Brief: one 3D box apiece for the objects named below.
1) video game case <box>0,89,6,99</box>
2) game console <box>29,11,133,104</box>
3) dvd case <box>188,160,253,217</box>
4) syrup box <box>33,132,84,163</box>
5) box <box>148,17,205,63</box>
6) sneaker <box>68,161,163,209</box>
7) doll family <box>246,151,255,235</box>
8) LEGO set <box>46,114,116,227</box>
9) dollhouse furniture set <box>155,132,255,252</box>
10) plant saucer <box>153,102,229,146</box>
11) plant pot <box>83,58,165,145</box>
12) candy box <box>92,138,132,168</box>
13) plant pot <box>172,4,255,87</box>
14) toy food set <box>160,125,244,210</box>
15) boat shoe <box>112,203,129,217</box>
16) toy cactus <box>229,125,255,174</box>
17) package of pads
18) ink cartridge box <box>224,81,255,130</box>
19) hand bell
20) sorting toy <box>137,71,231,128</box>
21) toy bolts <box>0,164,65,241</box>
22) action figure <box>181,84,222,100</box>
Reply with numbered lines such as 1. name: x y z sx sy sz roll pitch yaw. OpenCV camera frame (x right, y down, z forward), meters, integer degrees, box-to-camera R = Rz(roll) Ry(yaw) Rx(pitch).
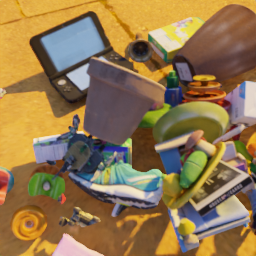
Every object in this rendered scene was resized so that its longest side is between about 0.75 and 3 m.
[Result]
1. video game case: -4.679 -1.003 9.122 1.001 0.179 0.907 14 54 10
2. game console: -1.489 -2.388 9.211 2.572 1.497 2.262 -32 51 -17
3. dvd case: 1.723 1.179 5.882 1.182 1.573 0.195 -34 97 0
4. syrup box: -1.803 0.502 7.518 1.352 0.551 0.532 -10 19 -14
5. box: 2.137 -3.460 10.744 2.445 0.591 1.435 -25 56 -14
6. sneaker: -0.302 1.274 6.670 2.394 0.928 0.953 5 58 24
7. doll family: 3.063 1.338 5.983 0.918 2.340 1.353 -5 33 10
8. LEGO set: -1.085 0.988 6.499 1.617 0.706 2.490 10 81 19
9. dollhouse furniture set: 1.710 1.096 5.849 2.107 1.456 2.231 -20 16 4
10. plant saucer: 1.614 0.127 7.148 1.947 1.947 0.302 -2 51 -2
11. plant pot: -0.276 -0.530 6.566 1.882 1.882 1.641 24 96 17
12. candy box: -0.475 0.758 7.255 1.136 0.960 0.437 0 32 0
13. plant pot: 2.688 -2.343 8.970 2.420 2.262 2.262 -33 59 -16
14. toy food set: 1.320 0.659 5.880 0.702 1.265 2.150 40 73 3
15. boat shoe: -0.044 1.796 6.904 0.276 0.335 0.976 27 58 18
16. toy cactus: 3.971 1.124 7.003 2.989 1.529 2.467 12 72 6
17. package of pads: -1.226 3.359 5.407 1.318 0.827 2.187 21 56 15
18. ink cartridge box: 3.063 -0.507 7.698 0.560 1.651 0.957 8 77 -3
19. hand bell: 0.433 -3.178 10.337 0.864 0.864 1.660 0 40 0
20. sorting toy: 1.307 -0.888 7.843 2.942 1.208 1.768 -5 19 3
21. toy bolts: -2.579 1.572 6.677 1.790 1.241 1.710 18 88 -17
22. action figure: 2.237 -0.748 8.768 1.498 0.783 1.449 -11 41 24
